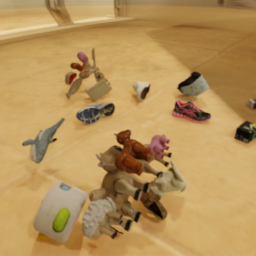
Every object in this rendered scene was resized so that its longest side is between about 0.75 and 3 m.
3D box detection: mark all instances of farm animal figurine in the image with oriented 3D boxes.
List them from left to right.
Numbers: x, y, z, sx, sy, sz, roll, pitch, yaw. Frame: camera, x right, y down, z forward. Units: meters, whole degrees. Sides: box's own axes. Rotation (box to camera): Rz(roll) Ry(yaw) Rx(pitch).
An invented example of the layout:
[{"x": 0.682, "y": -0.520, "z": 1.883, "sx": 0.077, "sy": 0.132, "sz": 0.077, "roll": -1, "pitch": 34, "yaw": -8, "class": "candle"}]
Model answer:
[{"x": -0.124, "y": 1.177, "z": 6.874, "sx": 1.422, "sy": 2.698, "sz": 2.728, "roll": 20, "pitch": -5, "yaw": 22, "class": "farm animal figurine"}]

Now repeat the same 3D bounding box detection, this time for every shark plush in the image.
[{"x": -2.496, "y": 0.407, "z": 8.850, "sx": 0.692, "sy": 0.755, "sz": 1.662, "roll": 13, "pitch": 46, "yaw": 36, "class": "shark plush"}]

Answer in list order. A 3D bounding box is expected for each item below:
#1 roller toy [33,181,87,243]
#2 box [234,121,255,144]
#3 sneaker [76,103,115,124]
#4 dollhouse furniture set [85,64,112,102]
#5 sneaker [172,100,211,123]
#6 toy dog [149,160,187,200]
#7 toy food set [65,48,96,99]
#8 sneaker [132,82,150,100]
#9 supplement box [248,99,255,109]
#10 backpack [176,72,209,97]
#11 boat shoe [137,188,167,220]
[{"x": -1.638, "y": 1.969, "z": 6.688, "sx": 0.955, "sy": 1.366, "sz": 1.247, "roll": 25, "pitch": 43, "yaw": 0, "class": "roller toy"}, {"x": 4.547, "y": 0.157, "z": 10.703, "sx": 0.798, "sy": 0.496, "sz": 0.593, "roll": -27, "pitch": 40, "yaw": -36, "class": "box"}, {"x": -1.497, "y": -0.667, "z": 12.075, "sx": 1.889, "sy": 0.728, "sz": 0.805, "roll": -17, "pitch": 23, "yaw": -39, "class": "sneaker"}, {"x": -1.570, "y": -2.151, "z": 13.922, "sx": 1.032, "sy": 1.361, "sz": 1.553, "roll": -33, "pitch": 36, "yaw": 8, "class": "dollhouse furniture set"}, {"x": 2.720, "y": -0.770, "z": 11.994, "sx": 1.710, "sy": 0.816, "sz": 0.676, "roll": 15, "pitch": 32, "yaw": 21, "class": "sneaker"}, {"x": 1.033, "y": 1.568, "z": 7.902, "sx": 1.059, "sy": 1.027, "sz": 0.739, "roll": -32, "pitch": 37, "yaw": 9, "class": "toy dog"}, {"x": -2.508, "y": -2.893, "z": 14.064, "sx": 0.432, "sy": 1.743, "sz": 2.741, "roll": 20, "pitch": 49, "yaw": 15, "class": "toy food set"}, {"x": 0.538, "y": -1.869, "z": 14.002, "sx": 0.827, "sy": 0.711, "sz": 1.954, "roll": 11, "pitch": 21, "yaw": 11, "class": "sneaker"}, {"x": 6.195, "y": -1.117, "z": 13.078, "sx": 0.985, "sy": 0.300, "sz": 0.536, "roll": 1, "pitch": 30, "yaw": 4, "class": "supplement box"}, {"x": 3.238, "y": -2.104, "z": 13.691, "sx": 1.264, "sy": 0.959, "sz": 1.515, "roll": -46, "pitch": 12, "yaw": -3, "class": "backpack"}, {"x": 0.577, "y": 1.909, "z": 7.255, "sx": 1.124, "sy": 0.404, "sz": 0.382, "roll": 41, "pitch": 7, "yaw": 13, "class": "boat shoe"}]
